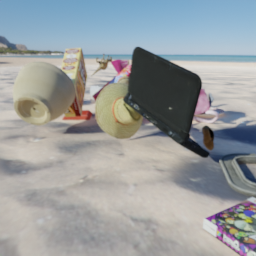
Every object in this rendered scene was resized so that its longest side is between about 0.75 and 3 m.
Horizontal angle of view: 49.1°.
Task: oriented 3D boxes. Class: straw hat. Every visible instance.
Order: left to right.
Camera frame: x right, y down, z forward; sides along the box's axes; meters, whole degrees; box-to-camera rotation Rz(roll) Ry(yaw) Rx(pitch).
[{"bbox_3d":[-0.025,-0.545,9.193,2.000,2.000,0.847,-11,9,-32],"label":"straw hat"}]

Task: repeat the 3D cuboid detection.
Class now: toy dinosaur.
[{"bbox_3d":[-1.038,-2.531,11.201,0.356,0.618,1.223,34,69,34],"label":"toy dinosaur"}]

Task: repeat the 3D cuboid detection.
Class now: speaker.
[{"bbox_3d":[-0.991,-1.926,16.158,2.385,0.969,0.969,0,16,4],"label":"speaker"}]

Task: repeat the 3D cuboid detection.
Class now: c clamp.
[{"bbox_3d":[3.574,1.035,6.995,2.436,0.386,2.851,4,16,14],"label":"c clamp"}]

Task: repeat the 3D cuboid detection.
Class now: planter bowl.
[{"bbox_3d":[-3.095,-1.016,9.840,2.163,2.163,1.456,3,44,9],"label":"planter bowl"}]

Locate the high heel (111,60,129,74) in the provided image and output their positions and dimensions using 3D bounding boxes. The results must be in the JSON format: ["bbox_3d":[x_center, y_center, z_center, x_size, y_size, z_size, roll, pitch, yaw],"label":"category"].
[{"bbox_3d":[-0.336,-2.559,14.411,0.916,1.910,0.643,-1,33,9],"label":"high heel"}]

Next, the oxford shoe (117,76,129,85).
[{"bbox_3d":[-0.049,-1.136,11.155,0.728,2.058,0.760,-11,51,-4],"label":"oxford shoe"}]

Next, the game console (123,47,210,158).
[{"bbox_3d":[1.170,-0.681,7.618,2.317,1.533,2.634,27,10,-44],"label":"game console"}]

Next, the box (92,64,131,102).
[{"bbox_3d":[-0.222,-1.637,12.536,2.456,1.172,1.224,-41,32,-7],"label":"box"}]

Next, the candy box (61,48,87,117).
[{"bbox_3d":[-2.292,-1.946,11.740,0.750,1.566,2.713,-2,47,2],"label":"candy box"}]

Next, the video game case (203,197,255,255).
[{"bbox_3d":[2.247,1.745,4.795,1.411,0.253,1.279,-10,19,-30],"label":"video game case"}]

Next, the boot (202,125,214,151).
[{"bbox_3d":[2.447,0.353,8.413,0.311,0.846,0.319,-25,24,-11],"label":"boot"}]

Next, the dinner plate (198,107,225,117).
[{"bbox_3d":[3.765,-0.778,13.545,1.740,0.211,1.740,0,17,0],"label":"dinner plate"}]

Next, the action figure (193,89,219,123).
[{"bbox_3d":[2.076,-0.752,12.161,2.928,2.180,1.961,-15,-25,-4],"label":"action figure"}]

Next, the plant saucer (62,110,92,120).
[{"bbox_3d":[-2.330,-0.609,12.936,1.239,0.227,1.237,0,16,-1],"label":"plant saucer"}]
